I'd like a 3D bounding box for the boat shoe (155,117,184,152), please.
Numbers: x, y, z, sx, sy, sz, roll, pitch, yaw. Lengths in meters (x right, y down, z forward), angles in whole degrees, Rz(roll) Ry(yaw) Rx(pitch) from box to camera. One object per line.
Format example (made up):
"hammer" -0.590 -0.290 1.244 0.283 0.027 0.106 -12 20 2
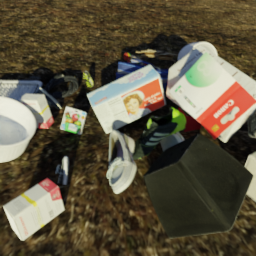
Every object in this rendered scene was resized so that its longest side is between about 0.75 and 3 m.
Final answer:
"boat shoe" 1.641 0.473 9.895 0.822 0.906 2.463 9 40 -31

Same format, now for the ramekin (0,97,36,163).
"ramekin" -4.464 0.083 9.657 2.303 1.123 2.303 18 41 -17

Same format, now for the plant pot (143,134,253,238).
"plant pot" 1.603 1.376 7.197 1.774 1.995 2.000 51 48 -4

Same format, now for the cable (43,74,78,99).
"cable" -3.300 -1.904 13.606 1.465 0.456 1.795 29 55 21

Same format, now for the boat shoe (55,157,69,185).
"boat shoe" -2.024 1.306 8.575 0.352 1.030 0.380 7 35 -6

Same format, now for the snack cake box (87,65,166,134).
"snack cake box" -0.014 -1.088 10.806 2.700 1.553 0.907 -26 45 -4

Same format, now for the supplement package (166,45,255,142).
"supplement package" 2.916 -1.205 9.741 1.649 1.644 2.811 -40 66 -16

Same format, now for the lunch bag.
"lunch bag" 0.549 -2.219 12.671 2.410 1.594 1.637 19 16 23

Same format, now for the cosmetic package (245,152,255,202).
"cosmetic package" 4.890 1.168 8.526 2.787 1.441 1.216 -21 42 -25

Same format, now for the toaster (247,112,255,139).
"toaster" 4.325 -0.001 9.006 0.727 0.639 1.125 25 46 -6

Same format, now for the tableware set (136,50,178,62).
"tableware set" 1.584 -3.882 15.330 2.050 0.411 1.355 1 8 -28

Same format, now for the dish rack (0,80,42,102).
"dish rack" -5.451 -1.407 12.784 2.763 0.602 2.372 0 35 0

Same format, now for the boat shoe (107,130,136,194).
"boat shoe" -0.305 1.004 8.867 0.807 0.928 2.517 38 30 -21

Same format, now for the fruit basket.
"fruit basket" -2.073 -0.272 10.673 0.830 0.896 0.420 18 -5 -22

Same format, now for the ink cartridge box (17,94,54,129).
"ink cartridge box" -3.584 -0.652 10.932 0.928 1.279 0.533 4 36 21

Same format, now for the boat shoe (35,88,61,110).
"boat shoe" -3.427 -1.181 12.080 0.411 1.328 0.497 -44 44 0

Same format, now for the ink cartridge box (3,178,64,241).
"ink cartridge box" -2.492 2.161 7.517 0.564 0.981 1.351 26 44 35

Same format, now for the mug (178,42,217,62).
"mug" 3.361 -3.188 13.975 1.534 2.078 1.822 -22 19 -7

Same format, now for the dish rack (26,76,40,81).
"dish rack" -4.970 -2.413 14.495 0.679 0.241 0.885 12 36 13

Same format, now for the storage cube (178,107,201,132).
"storage cube" 2.489 -0.392 11.227 0.857 0.771 0.733 -10 37 -14

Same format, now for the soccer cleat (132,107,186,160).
"soccer cleat" 0.796 0.183 9.350 2.398 0.972 0.810 -38 36 19

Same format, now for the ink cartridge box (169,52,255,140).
"ink cartridge box" 2.400 -0.943 8.241 0.510 1.640 2.038 10 40 -51

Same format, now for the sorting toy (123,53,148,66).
"sorting toy" 0.287 -3.053 14.505 0.392 1.116 2.315 -6 31 -33

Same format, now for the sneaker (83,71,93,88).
"sneaker" -1.984 -2.447 13.948 0.339 0.898 0.343 3 43 18

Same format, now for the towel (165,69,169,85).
"towel" 1.972 -2.612 14.677 1.599 0.396 1.181 -17 46 -23
